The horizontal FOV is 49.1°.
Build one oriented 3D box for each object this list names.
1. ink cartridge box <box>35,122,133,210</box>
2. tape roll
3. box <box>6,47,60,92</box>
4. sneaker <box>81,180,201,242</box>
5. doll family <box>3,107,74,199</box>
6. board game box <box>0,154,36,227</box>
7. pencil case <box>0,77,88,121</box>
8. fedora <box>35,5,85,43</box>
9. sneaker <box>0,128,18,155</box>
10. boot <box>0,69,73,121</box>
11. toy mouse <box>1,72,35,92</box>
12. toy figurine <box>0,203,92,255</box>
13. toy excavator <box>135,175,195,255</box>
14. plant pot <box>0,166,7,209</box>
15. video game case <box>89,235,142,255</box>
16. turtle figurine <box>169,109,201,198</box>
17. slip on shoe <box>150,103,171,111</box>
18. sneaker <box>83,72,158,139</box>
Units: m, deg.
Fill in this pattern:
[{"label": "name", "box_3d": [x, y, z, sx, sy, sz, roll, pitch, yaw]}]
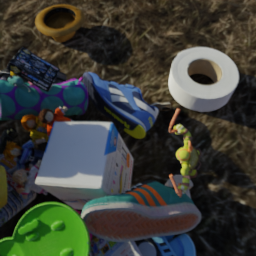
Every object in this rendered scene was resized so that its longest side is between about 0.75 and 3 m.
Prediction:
[{"label": "ink cartridge box", "box_3d": [-0.941, 1.093, 7.296, 1.625, 2.247, 1.654, 0, 61, 16]}, {"label": "tape roll", "box_3d": [2.594, -1.730, 9.845, 2.325, 0.813, 2.325, 0, 61, 0]}, {"label": "box", "box_3d": [-2.583, -1.624, 7.763, 1.217, 0.280, 0.967, 29, 35, -18]}, {"label": "sneaker", "box_3d": [0.242, 1.822, 6.471, 2.874, 1.026, 1.148, 9, 27, -26]}, {"label": "doll family", "box_3d": [-2.421, 0.562, 7.641, 1.166, 1.606, 2.588, 9, 75, 51]}, {"label": "board game box", "box_3d": [-3.493, 1.474, 7.775, 1.844, 0.569, 1.843, 40, 36, 6]}, {"label": "pencil case", "box_3d": [-2.547, -0.880, 8.227, 2.604, 1.108, 1.203, -5, 93, -28]}, {"label": "fedora", "box_3d": [-2.651, -4.066, 11.154, 2.038, 0.831, 2.038, 0, 55, -1]}, {"label": "sneaker", "box_3d": [-3.736, 0.394, 8.590, 0.395, 0.593, 1.035, 38, 44, -27]}, {"label": "boot", "box_3d": [-2.978, -0.788, 9.046, 2.560, 0.886, 2.229, -2, 68, -18]}, {"label": "toy mouse", "box_3d": [-2.865, -1.360, 7.749, 1.148, 0.222, 1.021, -5, 41, -34]}, {"label": "toy figurine", "box_3d": [-1.570, 2.435, 6.079, 2.024, 1.863, 1.519, -24, 77, 2]}, {"label": "toy excavator", "box_3d": [1.094, 2.774, 7.226, 2.597, 1.297, 2.525, -21, 64, -26]}, {"label": "plant pot", "box_3d": [-3.422, 1.381, 6.272, 1.232, 1.736, 1.736, -2, 57, -31]}, {"label": "video game case", "box_3d": [-0.385, 2.786, 6.467, 1.145, 0.144, 1.599, -46, 52, 11]}, {"label": "turtle figurine", "box_3d": [1.464, 0.648, 6.836, 0.654, 1.639, 2.032, -6, 75, 20]}, {"label": "slip on shoe", "box_3d": [1.102, -0.688, 9.579, 0.763, 0.290, 0.231, -5, 54, -11]}, {"label": "sneaker", "box_3d": [-0.285, -0.925, 9.296, 2.947, 1.090, 1.212, 41, 67, 12]}]
